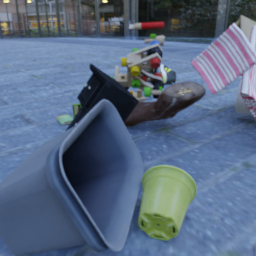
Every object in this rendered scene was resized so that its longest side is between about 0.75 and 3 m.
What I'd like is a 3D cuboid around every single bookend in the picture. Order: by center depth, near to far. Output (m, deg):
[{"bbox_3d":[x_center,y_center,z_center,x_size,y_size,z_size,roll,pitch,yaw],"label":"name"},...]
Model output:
[{"bbox_3d":[-0.885,-0.368,6.736,0.877,1.893,1.905,31,11,-27],"label":"bookend"}]

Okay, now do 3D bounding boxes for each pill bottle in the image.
[{"bbox_3d":[5.017,-0.829,8.640,2.986,1.687,1.687,15,26,31],"label":"pill bottle"}]

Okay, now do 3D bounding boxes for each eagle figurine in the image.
[{"bbox_3d":[1.372,-3.377,16.218,1.157,1.151,1.525,39,-13,-5],"label":"eagle figurine"}]

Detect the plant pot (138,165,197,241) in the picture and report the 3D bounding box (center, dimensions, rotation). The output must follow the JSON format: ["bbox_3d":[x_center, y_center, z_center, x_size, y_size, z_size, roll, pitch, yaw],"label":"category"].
[{"bbox_3d":[0.588,1.280,4.612,0.985,0.985,0.905,7,35,16],"label":"plant pot"}]

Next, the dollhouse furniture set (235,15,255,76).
[{"bbox_3d":[3.901,-2.147,9.407,1.882,1.979,1.613,18,61,-15],"label":"dollhouse furniture set"}]

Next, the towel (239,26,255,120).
[{"bbox_3d":[3.422,-1.177,7.119,0.365,1.784,2.438,3,-18,38],"label":"towel"}]

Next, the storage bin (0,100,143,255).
[{"bbox_3d":[-0.912,0.920,4.636,1.723,1.867,2.566,-23,16,19],"label":"storage bin"}]

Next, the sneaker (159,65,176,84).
[{"bbox_3d":[2.097,-2.783,14.908,0.869,0.764,2.053,6,31,0],"label":"sneaker"}]

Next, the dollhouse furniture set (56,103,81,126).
[{"bbox_3d":[-1.896,-0.459,9.341,0.930,0.467,0.609,-14,26,-31],"label":"dollhouse furniture set"}]

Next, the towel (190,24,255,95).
[{"bbox_3d":[2.125,-1.483,6.259,0.202,0.986,1.347,-27,-10,-42],"label":"towel"}]

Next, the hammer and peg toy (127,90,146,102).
[{"bbox_3d":[-0.500,-1.095,10.615,2.020,0.712,1.486,-14,27,-30],"label":"hammer and peg toy"}]

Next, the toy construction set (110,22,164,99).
[{"bbox_3d":[0.188,-2.066,8.886,1.868,2.432,2.028,2,-2,10],"label":"toy construction set"}]

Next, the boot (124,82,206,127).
[{"bbox_3d":[0.694,-0.656,7.856,2.261,0.779,2.426,-9,-6,-13],"label":"boot"}]

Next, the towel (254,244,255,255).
[{"bbox_3d":[2.227,1.924,3.977,0.763,0.087,0.550,7,22,18],"label":"towel"}]
